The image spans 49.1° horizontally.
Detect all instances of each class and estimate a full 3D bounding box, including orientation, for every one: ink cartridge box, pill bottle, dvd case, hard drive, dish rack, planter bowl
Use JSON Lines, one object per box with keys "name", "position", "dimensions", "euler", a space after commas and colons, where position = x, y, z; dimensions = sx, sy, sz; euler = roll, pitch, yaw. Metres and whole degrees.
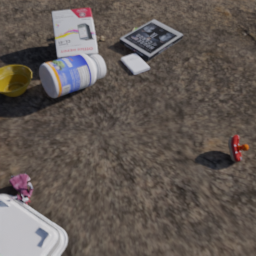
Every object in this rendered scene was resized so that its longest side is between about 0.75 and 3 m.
{"name": "ink cartridge box", "position": [-2.446, -4.155, 13.009], "dimensions": [1.867, 1.083, 2.530], "euler": [-9, 71, -7]}
{"name": "pill bottle", "position": [-2.225, -2.258, 11.600], "dimensions": [2.514, 1.409, 1.409], "euler": [-26, 54, -31]}
{"name": "dvd case", "position": [1.192, -4.548, 14.318], "dimensions": [2.022, 0.333, 2.690], "euler": [38, 58, 24]}
{"name": "hard drive", "position": [0.326, -3.015, 13.175], "dimensions": [0.834, 0.160, 1.265], "euler": [-23, 53, -19]}
{"name": "dish rack", "position": [-3.369, 3.155, 7.598], "dimensions": [2.805, 0.611, 2.407], "euler": [25, 54, 21]}
{"name": "planter bowl", "position": [-4.840, -1.839, 11.792], "dimensions": [1.752, 0.730, 1.752], "euler": [0, 50, 0]}

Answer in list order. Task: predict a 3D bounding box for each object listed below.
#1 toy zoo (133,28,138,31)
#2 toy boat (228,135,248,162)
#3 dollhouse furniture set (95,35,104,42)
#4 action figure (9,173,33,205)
{"name": "toy zoo", "position": [0.667, -5.118, 15.031], "dimensions": [0.896, 0.092, 0.588], "euler": [15, 51, 12]}
{"name": "toy boat", "position": [3.763, 0.682, 9.478], "dimensions": [0.590, 0.589, 0.902], "euler": [-14, 84, 35]}
{"name": "dollhouse furniture set", "position": [-2.297, -4.776, 14.644], "dimensions": [1.611, 0.787, 1.374], "euler": [-4, 46, -35]}
{"name": "action figure", "position": [-3.288, 1.953, 8.681], "dimensions": [0.687, 0.764, 1.026], "euler": [-24, 68, -16]}
